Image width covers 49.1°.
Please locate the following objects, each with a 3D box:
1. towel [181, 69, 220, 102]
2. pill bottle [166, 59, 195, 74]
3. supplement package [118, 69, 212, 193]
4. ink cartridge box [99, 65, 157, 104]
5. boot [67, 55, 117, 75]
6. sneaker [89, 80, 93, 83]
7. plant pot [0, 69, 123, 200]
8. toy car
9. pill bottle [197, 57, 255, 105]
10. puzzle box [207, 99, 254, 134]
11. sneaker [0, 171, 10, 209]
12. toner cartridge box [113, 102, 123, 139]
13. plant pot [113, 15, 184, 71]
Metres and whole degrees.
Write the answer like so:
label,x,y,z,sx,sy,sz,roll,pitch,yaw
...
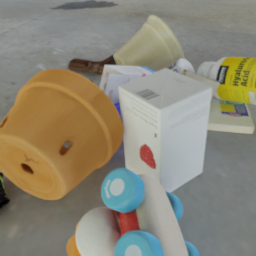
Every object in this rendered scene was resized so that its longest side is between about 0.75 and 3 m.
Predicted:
label,x,y,z,sx,sy,sz,roll,pitch,yaw
towel,2.334,-1.330,9.600,1.527,1.012,0.263,14,25,-19
pill bottle,1.661,-1.845,10.773,0.939,1.650,0.939,18,59,-33
supplement package,0.894,0.125,7.144,1.579,2.636,1.598,-25,39,-27
ink cartridge box,-0.122,-1.223,9.371,0.913,1.549,2.691,34,28,34
boot,-1.717,-3.181,13.585,2.060,0.662,1.920,10,35,20
sneaker,-1.459,-1.307,10.692,0.784,0.907,2.071,-28,45,-31
plant pot,-1.869,0.330,6.870,2.932,2.932,2.052,14,43,19
toy car,-0.193,2.200,5.384,2.334,2.152,2.065,-29,54,19
pill bottle,3.964,-1.712,10.026,1.584,1.584,2.846,-31,31,-35
puzzle box,3.085,-0.487,10.080,2.497,0.317,1.661,6,36,8
sneaker,-3.282,1.740,7.010,0.645,0.558,1.557,18,34,-17
toner cartridge box,-0.532,-0.087,8.514,2.391,1.136,0.516,-23,47,-30
plant pot,0.719,-2.977,11.669,2.203,2.407,2.407,-37,43,-2
